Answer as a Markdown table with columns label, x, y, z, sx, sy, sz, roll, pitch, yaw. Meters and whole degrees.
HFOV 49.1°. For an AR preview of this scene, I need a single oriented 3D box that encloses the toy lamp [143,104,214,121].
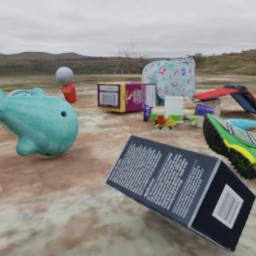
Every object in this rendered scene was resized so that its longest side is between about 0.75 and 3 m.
| label | x | y | z | sx | sy | sz | roll | pitch | yaw |
| --- | --- | --- | --- | --- | --- | --- | --- | --- | --- |
| toy lamp | 1.944 | -0.583 | 10.875 | 2.693 | 0.784 | 0.784 | 1 | 14 | 6 |

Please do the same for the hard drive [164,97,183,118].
| label | x | y | z | sx | sy | sz | roll | pitch | yaw |
| --- | --- | --- | --- | --- | --- | --- | --- | --- | --- |
| hard drive | 1.716 | -0.655 | 10.586 | 0.674 | 1.022 | 0.136 | 2 | 13 | 10 |

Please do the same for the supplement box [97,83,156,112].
| label | x | y | z | sx | sy | sz | roll | pitch | yaw |
| --- | --- | --- | --- | --- | --- | --- | --- | --- | --- |
| supplement box | -0.029 | -1.508 | 13.285 | 1.627 | 1.282 | 2.485 | 9 | 12 | 42 |

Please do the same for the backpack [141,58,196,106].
| label | x | y | z | sx | sy | sz | roll | pitch | yaw |
| --- | --- | --- | --- | --- | --- | --- | --- | --- | --- |
| backpack | 2.075 | -2.335 | 14.567 | 2.809 | 2.493 | 2.114 | -3 | 8 | 8 |

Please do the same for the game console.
| label | x | y | z | sx | sy | sz | roll | pitch | yaw |
| --- | --- | --- | --- | --- | --- | --- | --- | --- | --- |
| game console | 4.325 | -1.018 | 12.202 | 1.605 | 2.331 | 2.705 | -43 | 4 | 10 |

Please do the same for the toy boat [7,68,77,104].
| label | x | y | z | sx | sy | sz | roll | pitch | yaw |
| --- | --- | --- | --- | --- | --- | --- | --- | --- | --- |
| toy boat | -3.046 | -1.003 | 9.603 | 2.878 | 1.338 | 2.420 | -33 | 42 | -30 |

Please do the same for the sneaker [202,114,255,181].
| label | x | y | z | sx | sy | sz | roll | pitch | yaw |
| --- | --- | --- | --- | --- | --- | --- | --- | --- | --- |
| sneaker | 2.334 | 0.308 | 6.141 | 0.802 | 0.734 | 1.882 | -23 | 49 | -18 |

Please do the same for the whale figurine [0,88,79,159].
| label | x | y | z | sx | sy | sz | roll | pitch | yaw |
| --- | --- | --- | --- | --- | --- | --- | --- | --- | --- |
| whale figurine | -2.202 | -0.263 | 6.537 | 1.235 | 1.894 | 2.381 | -26 | -43 | 38 |

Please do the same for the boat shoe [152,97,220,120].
| label | x | y | z | sx | sy | sz | roll | pitch | yaw |
| --- | --- | --- | --- | --- | --- | --- | --- | --- | --- |
| boat shoe | 2.372 | -0.863 | 11.652 | 2.861 | 0.923 | 1.020 | 0 | 14 | -1 |

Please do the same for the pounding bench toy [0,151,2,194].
| label | x | y | z | sx | sy | sz | roll | pitch | yaw |
| --- | --- | --- | --- | --- | --- | --- | --- | --- | --- |
| pounding bench toy | -3.243 | 0.691 | 4.965 | 1.487 | 1.906 | 1.184 | -29 | -2 | 27 |

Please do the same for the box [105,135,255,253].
| label | x | y | z | sx | sy | sz | roll | pitch | yaw |
| --- | --- | --- | --- | --- | --- | --- | --- | --- | --- |
| box | 0.653 | 0.813 | 3.733 | 1.132 | 0.816 | 1.525 | 39 | -16 | -37 |

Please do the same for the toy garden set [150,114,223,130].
| label | x | y | z | sx | sy | sz | roll | pitch | yaw |
| --- | --- | --- | --- | --- | --- | --- | --- | --- | --- |
| toy garden set | 1.960 | -0.163 | 9.485 | 2.428 | 0.485 | 2.024 | 3 | 5 | 7 |

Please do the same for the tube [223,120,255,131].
| label | x | y | z | sx | sy | sz | roll | pitch | yaw |
| --- | --- | --- | --- | --- | --- | --- | --- | --- | --- |
| tube | 3.748 | -0.093 | 9.498 | 2.064 | 0.520 | 0.799 | -8 | 21 | -43 |
